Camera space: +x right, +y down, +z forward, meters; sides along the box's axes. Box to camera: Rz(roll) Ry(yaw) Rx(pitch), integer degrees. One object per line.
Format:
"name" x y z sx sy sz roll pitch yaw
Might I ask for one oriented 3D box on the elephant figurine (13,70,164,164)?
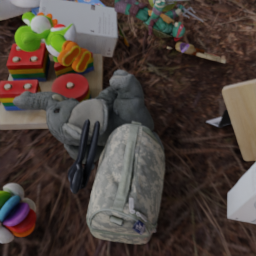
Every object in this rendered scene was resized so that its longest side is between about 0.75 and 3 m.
"elephant figurine" -1.007 -0.103 6.879 2.881 2.039 2.235 -22 29 -15

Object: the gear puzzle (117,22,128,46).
"gear puzzle" -0.235 -3.326 9.941 0.164 0.650 1.255 -28 63 9

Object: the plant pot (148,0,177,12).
"plant pot" 1.193 -4.549 9.347 1.054 1.054 0.969 4 10 3

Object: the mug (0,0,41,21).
"mug" -4.029 -5.199 10.345 2.958 2.184 2.594 36 50 24

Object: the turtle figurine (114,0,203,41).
"turtle figurine" 1.004 -3.685 9.153 2.719 1.369 2.036 26 19 11

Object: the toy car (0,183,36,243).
"toy car" -2.275 1.738 5.600 0.830 1.107 0.969 3 40 34

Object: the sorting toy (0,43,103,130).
"sorting toy" -2.235 -1.434 8.272 2.875 1.007 2.893 -2 53 -2

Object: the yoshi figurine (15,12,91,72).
"yoshi figurine" -2.138 -2.170 7.366 2.207 1.240 1.236 39 52 21

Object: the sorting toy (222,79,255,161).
"sorting toy" 3.439 -0.326 6.348 1.980 1.992 0.693 -11 24 35

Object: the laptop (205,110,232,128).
"laptop" 2.709 -0.407 7.500 0.926 0.573 0.989 -15 18 -13

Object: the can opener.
"can opener" -0.862 0.579 5.777 0.490 1.547 0.608 14 6 -30

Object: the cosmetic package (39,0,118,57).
"cosmetic package" -1.667 -3.303 9.275 2.495 1.012 1.408 3 63 -13

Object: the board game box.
"board game box" -2.103 -4.245 10.686 2.561 0.469 1.937 -25 57 -17

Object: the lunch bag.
"lunch bag" -0.029 1.187 5.835 1.503 1.809 2.157 7 54 5

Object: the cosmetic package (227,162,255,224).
"cosmetic package" 3.575 1.484 5.474 2.678 2.019 0.692 9 61 7

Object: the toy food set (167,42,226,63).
"toy food set" 2.237 -2.545 9.241 1.892 0.298 1.202 15 19 2
